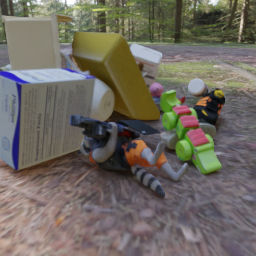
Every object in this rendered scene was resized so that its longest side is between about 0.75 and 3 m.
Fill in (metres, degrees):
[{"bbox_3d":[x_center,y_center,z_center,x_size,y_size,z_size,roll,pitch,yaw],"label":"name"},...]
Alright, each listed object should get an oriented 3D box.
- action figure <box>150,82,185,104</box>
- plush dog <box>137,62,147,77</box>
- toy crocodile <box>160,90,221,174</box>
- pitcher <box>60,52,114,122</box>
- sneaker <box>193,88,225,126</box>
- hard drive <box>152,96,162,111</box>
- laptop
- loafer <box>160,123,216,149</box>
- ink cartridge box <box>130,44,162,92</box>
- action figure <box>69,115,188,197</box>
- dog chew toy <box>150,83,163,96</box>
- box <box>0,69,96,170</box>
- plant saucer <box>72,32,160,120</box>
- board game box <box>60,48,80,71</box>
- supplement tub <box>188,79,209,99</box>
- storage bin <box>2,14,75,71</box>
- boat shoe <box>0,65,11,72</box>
[{"bbox_3d":[1.405,-1.346,10.623,1.459,0.722,0.476,7,18,26],"label":"action figure"},{"bbox_3d":[-0.337,-1.807,9.099,1.435,1.341,1.671,25,4,-23],"label":"plush dog"},{"bbox_3d":[1.305,0.045,6.065,0.723,0.662,2.143,-10,51,-15],"label":"toy crocodile"},{"bbox_3d":[-1.548,-1.179,8.263,2.228,1.912,1.351,17,24,22],"label":"pitcher"},{"bbox_3d":[2.359,-0.664,8.066,0.731,0.941,2.092,34,24,6],"label":"sneaker"},{"bbox_3d":[0.548,-0.806,9.339,1.582,0.335,1.067,-9,22,-37],"label":"hard drive"},{"bbox_3d":[0.021,0.119,6.507,1.087,0.561,0.963,-29,-11,24],"label":"laptop"},{"bbox_3d":[1.452,0.131,6.771,1.492,0.537,0.469,-10,25,-29],"label":"loafer"},{"bbox_3d":[0.493,-2.203,10.891,1.252,1.714,0.723,20,49,7],"label":"ink cartridge box"},{"bbox_3d":[-0.200,0.466,5.167,2.054,1.111,2.123,9,-6,36],"label":"action figure"},{"bbox_3d":[1.017,-1.369,9.960,0.468,0.468,0.751,1,7,2],"label":"dog chew toy"},{"bbox_3d":[-1.756,-0.296,5.919,0.990,1.736,1.887,24,24,31],"label":"box"},{"bbox_3d":[-0.586,-1.501,8.775,0.703,2.904,2.903,-42,36,-18],"label":"plant saucer"},{"bbox_3d":[-3.110,-2.783,12.800,2.258,1.371,2.832,2,22,16],"label":"board game box"},{"bbox_3d":[2.595,-1.399,10.223,0.588,0.588,0.838,14,-3,33],"label":"supplement tub"},{"bbox_3d":[-2.403,-1.826,8.607,1.397,2.981,2.959,-1,20,0],"label":"storage bin"},{"bbox_3d":[-4.059,-1.457,9.689,0.684,0.748,2.001,-37,-1,-37],"label":"boat shoe"}]
